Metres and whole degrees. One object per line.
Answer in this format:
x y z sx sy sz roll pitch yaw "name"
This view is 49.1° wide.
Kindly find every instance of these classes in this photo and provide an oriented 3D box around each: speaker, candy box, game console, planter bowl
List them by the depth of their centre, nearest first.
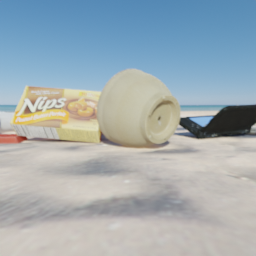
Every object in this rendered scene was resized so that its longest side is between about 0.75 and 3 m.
0.460 -0.398 7.498 2.163 2.163 1.456 -3 18 -42 "planter bowl"
-2.131 -0.457 8.971 2.713 1.566 0.750 5 -35 5 "candy box"
3.513 -0.516 10.349 2.634 1.533 2.317 -4 26 -27 "game console"
-5.368 -0.316 13.583 0.969 0.969 2.385 3 5 35 "speaker"

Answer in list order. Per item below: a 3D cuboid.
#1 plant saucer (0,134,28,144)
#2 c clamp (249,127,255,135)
-4.041 0.345 9.143 1.239 0.227 1.237 0 4 -5 "plant saucer"
5.194 0.037 12.506 2.436 0.386 2.851 -4 5 -44 "c clamp"
